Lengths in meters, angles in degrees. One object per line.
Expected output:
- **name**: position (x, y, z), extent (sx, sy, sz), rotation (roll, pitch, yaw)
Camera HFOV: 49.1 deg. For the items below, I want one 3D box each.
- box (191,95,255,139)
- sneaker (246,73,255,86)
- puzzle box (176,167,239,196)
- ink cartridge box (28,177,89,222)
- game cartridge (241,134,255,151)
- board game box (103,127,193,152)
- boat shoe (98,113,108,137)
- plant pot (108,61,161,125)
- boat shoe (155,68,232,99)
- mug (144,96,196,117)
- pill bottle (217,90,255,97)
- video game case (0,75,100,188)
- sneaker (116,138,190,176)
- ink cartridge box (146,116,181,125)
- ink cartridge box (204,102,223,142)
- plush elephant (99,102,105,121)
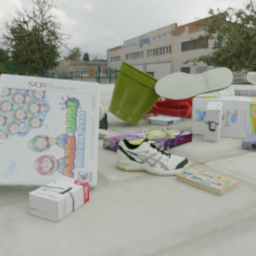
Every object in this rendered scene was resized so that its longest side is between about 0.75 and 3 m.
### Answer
- **box**: position (3.807, -0.446, 10.292), extent (2.625, 1.331, 1.477), rotation (6, 13, 25)
- **sneaker**: position (5.463, -1.290, 10.132), extent (2.575, 1.139, 0.969), rotation (14, 9, -5)
- **puzzle box**: position (1.641, 1.091, 5.847), extent (0.716, 0.137, 1.077), rotation (-9, 15, -41)
- **ink cartridge box**: position (-1.164, 1.190, 4.800), extent (0.625, 0.363, 0.866), rotation (6, 13, 26)
- **game cartridge**: position (4.568, 0.502, 8.255), extent (2.041, 0.392, 1.323), rotation (8, 18, 35)
- **board game box**: position (0.677, 0.385, 8.792), extent (1.552, 0.418, 2.586), rotation (17, 20, 42)
- **boat shoe**: position (-1.968, -0.306, 10.046), extent (2.781, 0.922, 1.039), rotation (6, -8, 25)
- **plant pot**: position (0.249, -1.370, 11.934), extent (2.246, 2.163, 2.246), rotation (27, 12, -6)
- **boat shoe**: position (2.430, -1.565, 10.480), extent (2.785, 1.014, 0.861), rotation (-8, -9, 18)
- **mug**: position (1.897, -1.314, 13.639), extent (2.555, 1.704, 2.268), rotation (-4, 0, 0)
- **pill bottle**: position (5.959, -1.358, 14.788), extent (2.324, 1.322, 1.322), rotation (3, 12, 10)
- **video game case**: position (-1.657, 0.040, 5.730), extent (2.090, 2.296, 0.272), rotation (4, -20, -11)
- **sneaker**: position (0.558, 0.636, 6.529), extent (1.748, 0.766, 0.661), rotation (4, 10, 10)
- **ink cartridge box**: position (1.579, -0.336, 12.544), extent (1.148, 0.249, 1.128), rotation (7, 13, 40)
- **ink cartridge box**: position (2.822, -0.233, 9.259), extent (0.466, 1.117, 0.811), rotation (6, 26, 21)
- **plush elephant**: position (-1.802, -0.278, 8.171), extent (1.801, 1.916, 2.326), rotation (34, 20, -14)
